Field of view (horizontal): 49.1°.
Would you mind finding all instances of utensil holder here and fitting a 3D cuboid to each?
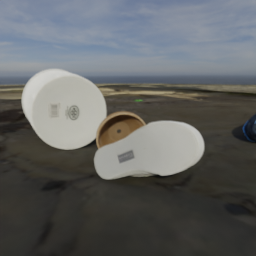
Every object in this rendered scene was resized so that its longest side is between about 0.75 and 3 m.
[{"bbox_3d":[-1.612,-0.521,6.883,1.767,1.767,2.080,-5,14,-24],"label":"utensil holder"}]

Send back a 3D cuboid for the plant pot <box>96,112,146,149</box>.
[{"bbox_3d":[-0.135,0.123,5.196,0.960,0.960,0.443,-2,20,-13],"label":"plant pot"}]

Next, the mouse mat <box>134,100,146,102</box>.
[{"bbox_3d":[0.669,-1.692,17.355,0.643,0.030,0.799,6,13,26],"label":"mouse mat"}]

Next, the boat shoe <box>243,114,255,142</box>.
[{"bbox_3d":[4.021,-0.398,6.248,2.764,1.163,0.949,-37,-11,11],"label":"boat shoe"}]

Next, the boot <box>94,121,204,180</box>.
[{"bbox_3d":[0.412,0.332,4.130,0.933,0.718,1.952,-5,-8,-44],"label":"boot"}]
